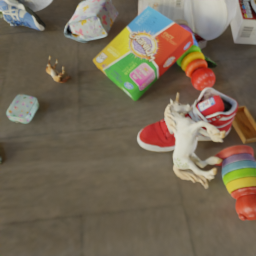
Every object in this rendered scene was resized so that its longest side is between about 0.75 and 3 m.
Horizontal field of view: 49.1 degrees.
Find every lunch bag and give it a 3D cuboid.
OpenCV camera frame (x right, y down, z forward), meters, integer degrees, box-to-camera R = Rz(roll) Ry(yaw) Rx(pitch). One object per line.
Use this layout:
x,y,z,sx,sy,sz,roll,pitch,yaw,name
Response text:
-3.415,-0.598,9.137,0.797,0.383,0.994,13,55,6,lunch bag
-1.552,-4.358,11.342,1.879,1.195,1.593,-2,52,27,lunch bag

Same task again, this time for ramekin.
3.140,-4.698,10.958,2.284,2.284,1.064,39,61,24,ramekin
-4.204,-6.090,12.514,1.881,0.917,1.881,-9,58,14,ramekin

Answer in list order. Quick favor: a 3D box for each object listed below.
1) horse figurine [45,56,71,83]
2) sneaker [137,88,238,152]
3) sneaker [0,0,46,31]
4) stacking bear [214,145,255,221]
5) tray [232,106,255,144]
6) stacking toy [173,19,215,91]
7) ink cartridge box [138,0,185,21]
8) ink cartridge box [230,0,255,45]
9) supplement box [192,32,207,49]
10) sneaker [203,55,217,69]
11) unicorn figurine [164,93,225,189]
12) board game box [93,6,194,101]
-2.567,-1.996,10.026,1.193,0.791,0.298,45,42,13,horse figurine
1.715,-0.226,8.066,2.928,1.646,1.043,-11,56,-9,sneaker
-4.561,-4.668,11.887,2.577,0.976,0.993,33,85,20,sneaker
3.013,1.480,7.321,1.106,1.036,1.822,-3,59,-2,stacking bear
3.686,-0.111,8.883,0.627,0.235,1.270,-11,56,-8,tray
2.229,-2.572,10.131,1.243,1.243,2.912,-17,59,-12,stacking toy
1.218,-4.382,10.845,1.727,1.960,0.438,-1,44,-3,ink cartridge box
5.574,-4.697,11.636,2.347,1.121,2.674,5,54,2,ink cartridge box
2.613,-3.524,11.276,0.535,0.300,0.984,-31,57,-20,supplement box
3.029,-2.533,10.579,0.338,0.309,0.792,-38,62,-24,sneaker
1.695,0.274,7.581,1.723,0.927,2.509,12,91,34,unicorn figurine
0.487,-2.665,9.857,2.875,0.580,2.200,-45,63,-2,board game box
